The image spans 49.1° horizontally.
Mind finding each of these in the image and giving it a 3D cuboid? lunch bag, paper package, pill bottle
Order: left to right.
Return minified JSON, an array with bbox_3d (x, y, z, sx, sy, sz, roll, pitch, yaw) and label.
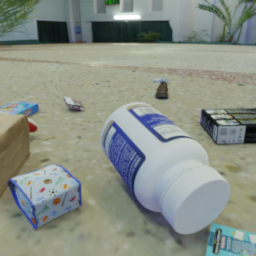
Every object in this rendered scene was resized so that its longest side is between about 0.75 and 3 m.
[{"bbox_3d":[-3.917,0.604,6.557,2.516,1.302,2.398,0,21,-1],"label":"paper package"},{"bbox_3d":[-1.686,1.256,5.632,1.059,0.772,1.246,-19,35,-38],"label":"lunch bag"},{"bbox_3d":[0.630,0.699,5.574,1.579,1.579,2.638,-10,33,-25],"label":"pill bottle"}]

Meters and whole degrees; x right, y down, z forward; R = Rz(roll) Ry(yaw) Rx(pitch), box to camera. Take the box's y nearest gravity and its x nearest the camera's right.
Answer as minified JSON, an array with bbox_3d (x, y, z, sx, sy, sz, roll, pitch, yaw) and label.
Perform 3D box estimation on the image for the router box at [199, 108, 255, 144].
[{"bbox_3d":[3.870,-0.118,9.355,2.480,0.633,1.849,-1,21,-2],"label":"router box"}]

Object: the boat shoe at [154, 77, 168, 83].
[{"bbox_3d":[2.044,-2.978,17.275,0.930,0.311,0.342,8,22,19],"label":"boat shoe"}]

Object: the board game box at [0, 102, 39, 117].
[{"bbox_3d":[-4.511,-0.637,11.096,1.217,0.360,1.600,6,22,15],"label":"board game box"}]

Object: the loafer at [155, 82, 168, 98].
[{"bbox_3d":[1.687,-1.940,14.098,0.664,0.645,1.817,2,21,4],"label":"loafer"}]

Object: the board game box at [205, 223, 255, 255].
[{"bbox_3d":[1.812,1.985,4.408,1.096,0.257,0.827,8,23,21],"label":"board game box"}]

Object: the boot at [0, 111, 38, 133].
[{"bbox_3d":[-3.329,0.151,8.467,1.465,0.530,1.056,20,35,-51],"label":"boot"}]

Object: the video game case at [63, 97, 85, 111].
[{"bbox_3d":[-2.293,-1.026,11.858,0.772,0.152,0.851,13,19,-27],"label":"video game case"}]
